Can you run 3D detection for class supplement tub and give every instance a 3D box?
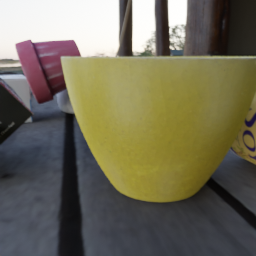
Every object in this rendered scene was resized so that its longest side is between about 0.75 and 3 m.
[{"bbox_3d":[2.904,0.012,4.607,1.806,1.806,2.485,-4,14,-15],"label":"supplement tub"}]

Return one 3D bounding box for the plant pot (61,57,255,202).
[{"bbox_3d":[0.468,-0.092,4.497,2.903,2.061,2.903,0,15,0],"label":"plant pot"}]

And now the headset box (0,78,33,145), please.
[{"bbox_3d":[-2.787,-0.156,4.986,1.727,0.896,2.320,-46,35,-10],"label":"headset box"}]

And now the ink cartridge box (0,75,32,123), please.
[{"bbox_3d":[-4.093,-0.994,9.386,1.397,1.422,1.932,-7,15,-25],"label":"ink cartridge box"}]

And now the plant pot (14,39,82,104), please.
[{"bbox_3d":[-2.505,-2.064,9.457,1.874,2.094,2.094,-20,18,-11],"label":"plant pot"}]

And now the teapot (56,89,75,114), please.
[{"bbox_3d":[-1.594,-1.606,11.030,2.488,1.817,2.456,-12,18,-41],"label":"teapot"}]
